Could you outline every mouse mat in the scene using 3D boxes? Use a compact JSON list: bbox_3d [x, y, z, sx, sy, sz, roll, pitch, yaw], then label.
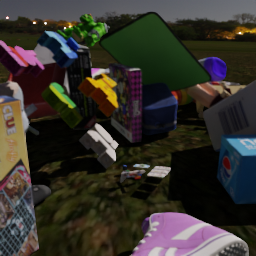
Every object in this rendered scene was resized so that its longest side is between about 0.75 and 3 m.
[{"bbox_3d":[0.716,-1.790,7.474,2.102,0.098,2.612,-10,-38,46],"label":"mouse mat"}]

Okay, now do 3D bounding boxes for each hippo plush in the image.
[{"bbox_3d":[-3.012,-0.256,5.977,1.482,1.468,1.843,2,19,4],"label":"hippo plush"}]

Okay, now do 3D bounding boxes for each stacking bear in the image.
[{"bbox_3d":[1.795,-1.164,9.756,1.570,0.953,0.893,-20,33,-28],"label":"stacking bear"}]

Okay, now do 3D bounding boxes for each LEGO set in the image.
[{"bbox_3d":[0.248,0.774,4.749,0.843,0.207,0.630,3,7,19],"label":"LEGO set"},{"bbox_3d":[-0.940,-0.808,5.487,1.132,2.969,1.218,-41,5,19],"label":"LEGO set"}]

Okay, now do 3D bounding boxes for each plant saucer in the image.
[{"bbox_3d":[-2.744,-1.101,7.873,1.859,0.341,1.855,-7,56,13],"label":"plant saucer"}]

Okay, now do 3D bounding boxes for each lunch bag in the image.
[{"bbox_3d":[0.700,-0.428,7.134,0.936,0.911,1.378,-9,37,-5],"label":"lunch bag"}]

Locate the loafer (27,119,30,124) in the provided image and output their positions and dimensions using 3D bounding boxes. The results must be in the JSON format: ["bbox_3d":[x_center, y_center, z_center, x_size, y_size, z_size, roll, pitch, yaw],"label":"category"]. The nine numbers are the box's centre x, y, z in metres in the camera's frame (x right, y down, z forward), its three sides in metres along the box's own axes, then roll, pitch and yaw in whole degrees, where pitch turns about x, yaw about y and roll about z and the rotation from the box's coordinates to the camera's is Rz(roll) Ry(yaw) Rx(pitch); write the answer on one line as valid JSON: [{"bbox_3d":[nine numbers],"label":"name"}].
[{"bbox_3d":[-2.874,-0.479,8.153,0.411,0.398,1.172,14,33,-10],"label":"loafer"}]

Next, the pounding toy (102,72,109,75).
[{"bbox_3d":[-0.627,-1.875,11.743,0.903,0.900,1.573,-6,19,-16],"label":"pounding toy"}]

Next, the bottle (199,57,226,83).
[{"bbox_3d":[2.547,-2.085,10.847,1.004,0.785,2.404,16,-10,-32],"label":"bottle"}]

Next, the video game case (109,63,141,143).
[{"bbox_3d":[-0.093,-0.674,6.898,0.301,1.680,1.523,-8,21,-20],"label":"video game case"}]

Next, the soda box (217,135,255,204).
[{"bbox_3d":[2.821,0.600,4.417,2.553,0.819,0.866,-1,18,-2],"label":"soda box"}]

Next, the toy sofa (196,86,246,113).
[{"bbox_3d":[3.376,-0.887,9.028,2.310,1.127,0.957,2,43,6],"label":"toy sofa"}]

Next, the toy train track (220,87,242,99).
[{"bbox_3d":[2.897,-0.505,7.281,0.235,0.830,1.447,0,41,-39],"label":"toy train track"}]

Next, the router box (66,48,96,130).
[{"bbox_3d":[-1.276,-1.133,7.732,0.628,2.021,1.515,-5,20,-6],"label":"router box"}]

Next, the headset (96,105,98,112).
[{"bbox_3d":[-0.514,-0.932,8.654,1.630,1.007,0.766,-22,32,22],"label":"headset"}]

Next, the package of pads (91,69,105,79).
[{"bbox_3d":[-2.265,-2.120,12.489,2.006,0.885,2.596,2,19,7],"label":"package of pads"}]

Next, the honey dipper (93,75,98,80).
[{"bbox_3d":[-0.670,-1.545,8.785,0.292,0.292,1.538,5,13,15],"label":"honey dipper"}]

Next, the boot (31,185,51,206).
[{"bbox_3d":[-1.370,1.082,3.924,0.645,0.257,0.782,11,17,26],"label":"boot"}]

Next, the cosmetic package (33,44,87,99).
[{"bbox_3d":[-2.362,-2.007,9.432,1.656,1.021,1.661,20,66,10],"label":"cosmetic package"}]

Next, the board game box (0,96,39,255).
[{"bbox_3d":[-1.502,0.692,2.604,0.309,1.788,1.211,13,22,34],"label":"board game box"}]

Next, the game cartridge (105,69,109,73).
[{"bbox_3d":[-0.344,-3.179,16.389,2.573,0.521,1.715,-13,19,-34],"label":"game cartridge"}]

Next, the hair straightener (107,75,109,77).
[{"bbox_3d":[0.196,-1.645,10.952,2.663,0.545,1.025,4,24,-11],"label":"hair straightener"}]

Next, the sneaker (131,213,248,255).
[{"bbox_3d":[0.223,1.313,2.761,1.738,0.630,0.991,-2,11,-33],"label":"sneaker"}]

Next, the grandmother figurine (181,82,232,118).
[{"bbox_3d":[2.498,-0.762,8.094,2.004,1.215,0.607,40,20,27],"label":"grandmother figurine"}]

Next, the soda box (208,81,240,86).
[{"bbox_3d":[3.776,-1.684,11.772,0.577,0.516,1.630,-16,24,-40],"label":"soda box"}]

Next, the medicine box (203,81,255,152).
[{"bbox_3d":[2.838,-0.282,5.669,1.853,0.954,1.688,-7,-15,-22],"label":"medicine box"}]

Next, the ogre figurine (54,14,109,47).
[{"bbox_3d":[-1.306,-2.688,7.978,1.044,0.854,1.742,-40,20,-35],"label":"ogre figurine"}]
